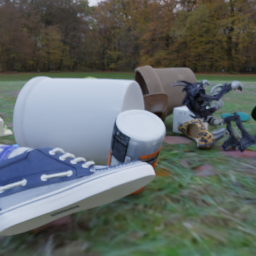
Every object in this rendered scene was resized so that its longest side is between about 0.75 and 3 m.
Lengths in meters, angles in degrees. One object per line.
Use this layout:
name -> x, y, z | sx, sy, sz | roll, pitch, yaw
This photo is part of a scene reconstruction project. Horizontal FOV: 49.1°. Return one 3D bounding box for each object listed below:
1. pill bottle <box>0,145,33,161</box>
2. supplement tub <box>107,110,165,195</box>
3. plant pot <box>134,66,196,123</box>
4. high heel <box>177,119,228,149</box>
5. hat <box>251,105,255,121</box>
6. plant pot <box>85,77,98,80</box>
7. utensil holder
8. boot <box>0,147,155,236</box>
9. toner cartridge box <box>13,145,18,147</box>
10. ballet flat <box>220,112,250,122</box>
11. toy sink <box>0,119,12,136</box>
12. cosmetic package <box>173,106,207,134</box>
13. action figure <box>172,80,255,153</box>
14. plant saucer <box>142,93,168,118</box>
pill bottle -> -2.219, 0.874, 5.963 | 1.508, 0.903, 0.903 | 5, 14, 23
supplement tub -> 0.106, 0.524, 5.555 | 0.973, 1.588, 0.973 | 7, 38, -5
plant pot -> 1.674, -1.557, 11.868 | 2.212, 2.536, 2.536 | -16, 15, -7
high heel -> 2.174, 0.216, 9.566 | 1.420, 0.711, 1.992 | -22, 21, -39
hat -> 5.531, 0.401, 9.415 | 2.411, 2.562, 2.911 | -20, -34, 40
plant pot -> -1.672, -1.334, 12.298 | 1.956, 1.956, 1.884 | -1, 29, -3
utensil holder -> -1.130, -0.180, 7.305 | 2.701, 2.295, 2.295 | 3, 13, 18
boot -> -0.912, 0.737, 4.584 | 2.559, 1.156, 0.931 | -16, -27, -14
toner cartridge box -> -3.069, 0.748, 7.750 | 0.790, 0.359, 1.663 | 8, 15, 31
ballet flat -> 5.118, -0.533, 13.371 | 1.330, 0.451, 0.501 | 3, 0, 26
toy sink -> -5.028, -0.020, 10.610 | 1.063, 0.596, 0.693 | -8, 15, -30
cosmetic package -> 2.479, -0.319, 11.092 | 0.962, 0.963, 1.167 | 10, 16, 38
action figure -> 2.705, -0.626, 8.584 | 1.452, 2.846, 1.692 | -42, -2, -14
plant saucer -> 0.159, -0.272, 9.569 | 2.841, 0.520, 2.841 | -22, -11, -5
